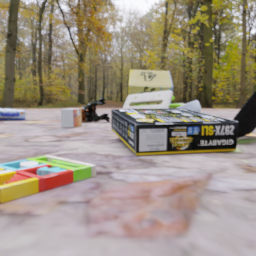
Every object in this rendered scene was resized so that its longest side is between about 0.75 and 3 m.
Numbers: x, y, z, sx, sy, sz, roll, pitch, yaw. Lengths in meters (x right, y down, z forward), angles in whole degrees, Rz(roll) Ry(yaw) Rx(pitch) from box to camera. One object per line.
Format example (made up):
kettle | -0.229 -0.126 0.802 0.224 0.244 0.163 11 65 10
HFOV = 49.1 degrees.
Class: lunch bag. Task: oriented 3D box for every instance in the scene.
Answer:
lunch bag | -6.688 -0.720 15.718 1.734 0.655 1.389 -2 7 -29

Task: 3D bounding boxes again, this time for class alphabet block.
alphabet block | 1.137 -1.789 15.248 2.232 2.180 2.192 1 31 1

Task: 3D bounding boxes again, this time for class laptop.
laptop | 2.656 -0.389 7.840 2.666 1.377 2.363 5 7 43

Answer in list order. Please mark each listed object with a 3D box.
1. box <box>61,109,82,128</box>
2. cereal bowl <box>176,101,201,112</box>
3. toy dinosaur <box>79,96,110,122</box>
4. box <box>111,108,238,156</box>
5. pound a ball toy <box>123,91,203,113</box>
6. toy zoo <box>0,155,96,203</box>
box | -2.320 -0.412 11.500 0.529 0.758 0.995 1 5 10
cereal bowl | 1.837 -0.327 9.733 1.563 0.651 1.563 -24 -8 -4
toy dinosaur | -1.948 -0.672 14.249 1.769 1.331 2.607 -14 22 9
box | 0.878 -0.027 6.695 2.187 0.676 2.739 -3 10 -13
pound a ball toy | 1.407 -0.520 11.985 2.950 1.253 1.923 2 -25 45
toy zoo | -1.371 0.603 3.485 1.094 0.171 1.668 4 7 38
